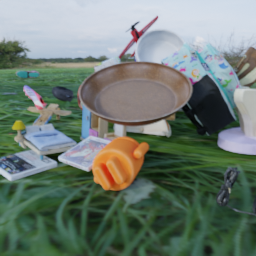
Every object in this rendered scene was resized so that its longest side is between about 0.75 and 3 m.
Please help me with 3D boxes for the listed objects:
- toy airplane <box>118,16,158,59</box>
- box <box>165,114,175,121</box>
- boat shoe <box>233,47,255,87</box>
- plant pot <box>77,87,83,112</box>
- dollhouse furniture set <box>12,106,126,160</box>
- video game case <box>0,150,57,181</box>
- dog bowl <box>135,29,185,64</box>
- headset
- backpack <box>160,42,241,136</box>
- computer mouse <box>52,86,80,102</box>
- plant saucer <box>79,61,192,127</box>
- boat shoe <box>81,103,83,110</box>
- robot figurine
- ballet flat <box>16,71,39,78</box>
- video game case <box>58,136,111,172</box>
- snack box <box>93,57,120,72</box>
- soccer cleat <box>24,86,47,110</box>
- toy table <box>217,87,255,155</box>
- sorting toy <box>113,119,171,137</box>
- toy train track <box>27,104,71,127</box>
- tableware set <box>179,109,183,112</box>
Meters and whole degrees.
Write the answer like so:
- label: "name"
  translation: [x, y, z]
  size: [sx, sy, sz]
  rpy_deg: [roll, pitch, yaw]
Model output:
- label: "toy airplane"
  translation: [0.379, -3.270, 10.473]
  size: [0.392, 2.130, 2.130]
  rpy_deg: [44, 34, 19]
- label: "box"
  translation: [1.427, -1.105, 11.597]
  size: [1.099, 1.443, 0.767]
  rpy_deg: [4, 13, 6]
- label: "boat shoe"
  translation: [3.477, -1.561, 9.670]
  size: [1.112, 3.007, 1.110]
  rpy_deg: [49, 46, 8]
- label: "plant pot"
  translation: [-0.781, -1.154, 10.941]
  size: [1.970, 2.025, 2.025]
  rpy_deg: [7, 17, 35]
- label: "dollhouse furniture set"
  translation: [-1.611, -0.106, 7.503]
  size: [2.422, 1.581, 2.287]
  rpy_deg: [-7, 16, -35]
- label: "video game case"
  translation: [-2.595, 0.887, 6.889]
  size: [1.283, 0.150, 1.166]
  rpy_deg: [15, 21, 42]
- label: "dog bowl"
  translation: [1.186, -2.589, 10.198]
  size: [1.894, 1.894, 0.746]
  rpy_deg: [-1, -15, -2]
- label: "headset"
  translation: [2.350, 1.209, 4.183]
  size: [2.002, 0.941, 1.236]
  rpy_deg: [13, 16, 4]
- label: "backpack"
  translation: [2.148, -1.367, 8.499]
  size: [1.929, 2.274, 2.562]
  rpy_deg: [-38, 42, 10]
- label: "computer mouse"
  translation: [-1.916, -1.036, 10.005]
  size: [1.764, 0.517, 0.300]
  rpy_deg: [19, 21, 2]
- label: "plant saucer"
  translation: [0.172, -0.784, 6.568]
  size: [2.581, 0.472, 2.581]
  rpy_deg: [-3, 39, 3]
- label: "boat shoe"
  translation: [-1.255, -0.492, 9.688]
  size: [0.509, 1.363, 0.452]
  rpy_deg: [-32, 35, 0]
- label: "robot figurine"
  translation: [-0.197, 0.726, 5.988]
  size: [0.927, 1.143, 1.589]
  rpy_deg: [24, 19, 9]
- label: "ballet flat"
  translation: [-3.676, -1.970, 10.239]
  size: [0.819, 0.283, 0.291]
  rpy_deg: [-5, 25, -28]
- label: "video game case"
  translation: [-0.941, 0.586, 6.811]
  size: [1.039, 0.131, 1.141]
  rpy_deg: [12, 34, 37]
- label: "snack box"
  translation: [-0.664, -2.064, 9.229]
  size: [0.841, 0.313, 1.182]
  rpy_deg: [-20, 14, 3]
- label: "soccer cleat"
  translation: [-3.474, -1.166, 10.493]
  size: [0.423, 1.106, 0.369]
  rpy_deg: [-37, -4, 14]
- label: "toy table"
  translation: [3.927, -0.313, 8.243]
  size: [2.610, 1.663, 2.839]
  rpy_deg: [15, 18, 42]
- label: "sorting toy"
  translation: [0.717, -0.233, 10.004]
  size: [1.920, 1.026, 1.729]
  rpy_deg: [6, -3, 21]
- label: "toy train track"
  translation: [-3.150, -0.271, 10.704]
  size: [1.676, 0.475, 2.922]
  rpy_deg: [6, 21, -3]
- label: "tableware set"
  translation: [1.410, -1.650, 12.402]
  size: [2.926, 1.934, 0.586]
  rpy_deg: [-1, -24, 11]
